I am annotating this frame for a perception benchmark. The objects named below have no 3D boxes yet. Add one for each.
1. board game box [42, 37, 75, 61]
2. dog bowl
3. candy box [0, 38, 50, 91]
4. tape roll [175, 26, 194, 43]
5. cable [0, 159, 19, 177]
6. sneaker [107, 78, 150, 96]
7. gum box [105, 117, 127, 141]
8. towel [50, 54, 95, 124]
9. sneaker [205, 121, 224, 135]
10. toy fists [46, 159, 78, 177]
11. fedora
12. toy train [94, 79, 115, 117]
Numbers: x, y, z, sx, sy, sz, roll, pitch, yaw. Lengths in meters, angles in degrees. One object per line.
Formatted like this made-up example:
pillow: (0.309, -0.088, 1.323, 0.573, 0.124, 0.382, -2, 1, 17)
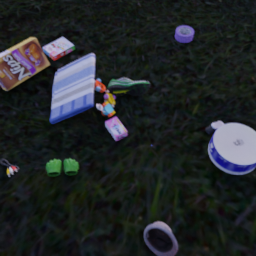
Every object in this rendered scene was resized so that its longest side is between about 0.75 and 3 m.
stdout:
board game box: (-3.400, -3.882, 13.696, 1.243, 0.251, 0.951, -37, 62, -23)
dog bowl: (3.864, 0.731, 10.088, 1.797, 0.708, 1.797, 0, 54, 0)
candy box: (-4.736, -2.789, 12.180, 2.307, 1.346, 0.651, -40, 39, -24)
tape roll: (2.860, -4.767, 14.256, 0.912, 0.388, 0.912, 0, 53, 0)
cable: (-4.214, 1.349, 9.939, 0.430, 0.223, 0.886, -35, 61, -22)
sneaker: (0.038, -1.864, 11.958, 1.838, 0.717, 0.783, 0, 54, 0)
gum box: (-0.454, 0.052, 10.828, 0.513, 0.299, 0.903, -26, 58, -18)
towel: (-2.240, -1.640, 11.463, 2.156, 0.349, 2.936, -21, 51, 22)
sneaker: (3.361, 0.014, 10.842, 0.991, 0.491, 0.350, -4, 64, -43)
toy fists: (-2.290, 1.378, 9.772, 1.106, 0.380, 0.564, -2, 50, -11)
fedora: (0.997, 3.232, 8.314, 1.093, 0.967, 0.494, 47, 28, 2)
toy train: (-1.065, -1.126, 11.300, 0.459, 1.238, 1.649, -31, 47, 31)
